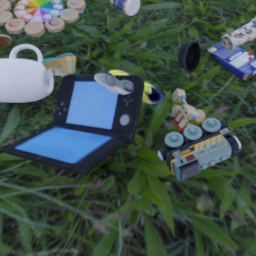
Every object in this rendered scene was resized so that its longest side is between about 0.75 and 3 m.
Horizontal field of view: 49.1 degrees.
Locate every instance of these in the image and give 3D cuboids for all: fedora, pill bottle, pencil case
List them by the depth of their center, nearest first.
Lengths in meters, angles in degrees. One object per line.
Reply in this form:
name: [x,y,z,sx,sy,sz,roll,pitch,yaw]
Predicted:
fedora: [1.761,-2.119,8.322,0.440,0.964,0.964,21,52,43]
pencil case: [3.443,-2.796,8.359,1.251,0.487,0.559,-28,81,-1]
pill bottle: [-0.223,-4.921,10.751,0.726,0.726,1.308,-35,62,-24]

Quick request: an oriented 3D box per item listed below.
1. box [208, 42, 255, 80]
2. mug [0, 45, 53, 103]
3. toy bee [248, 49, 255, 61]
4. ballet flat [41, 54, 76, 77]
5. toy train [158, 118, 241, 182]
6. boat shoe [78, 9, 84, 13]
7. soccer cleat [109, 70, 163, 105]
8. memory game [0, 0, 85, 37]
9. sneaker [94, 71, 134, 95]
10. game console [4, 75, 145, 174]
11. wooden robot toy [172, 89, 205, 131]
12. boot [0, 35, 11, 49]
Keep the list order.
box: [4.521,-2.919,11.834,1.278,0.342,2.110,-32,60,-23]
mug: [-3.699,-1.945,10.016,1.832,1.543,2.090,1,86,8]
toy bee: [4.292,-2.322,8.789,1.008,1.854,1.214,-3,61,25]
ballet flat: [-1.974,-1.704,7.827,0.617,0.567,1.798,-16,16,-30]
toy train: [1.080,0.323,4.256,1.209,0.515,0.689,-21,49,-7]
boat shoe: [-1.819,-4.674,9.896,0.395,1.128,0.374,-19,13,-21]
soccer cleat: [0.217,-1.170,8.008,0.836,1.999,0.646,9,83,46]
memory game: [-2.188,-2.987,6.810,2.241,0.143,2.241,1,57,-1]
sneaker: [-0.330,-0.897,5.962,0.899,0.392,0.335,22,63,-25]
game console: [-1.233,-0.293,6.382,2.634,1.533,2.317,8,84,34]
wooden robot toy: [1.460,-0.286,6.523,0.639,0.621,1.409,11,38,-24]
boot: [-6.074,-3.959,12.519,1.664,0.624,0.892,-10,47,-7]
